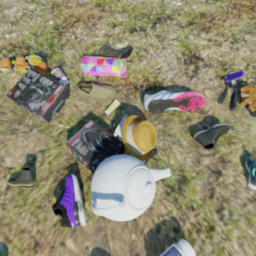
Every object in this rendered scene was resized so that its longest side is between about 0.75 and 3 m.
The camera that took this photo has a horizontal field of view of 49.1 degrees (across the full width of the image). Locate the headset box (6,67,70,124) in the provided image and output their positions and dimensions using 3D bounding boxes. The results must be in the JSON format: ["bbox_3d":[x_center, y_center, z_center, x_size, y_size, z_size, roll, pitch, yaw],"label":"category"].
[{"bbox_3d":[-3.569,-1.292,11.489,2.130,0.822,1.585,29,74,14],"label":"headset box"}]

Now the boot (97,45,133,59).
[{"bbox_3d":[-0.641,-3.802,13.798,1.309,0.520,1.503,35,63,22],"label":"boot"}]

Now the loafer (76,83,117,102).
[{"bbox_3d":[-1.398,-1.534,12.037,1.793,0.605,0.682,0,64,4],"label":"loafer"}]

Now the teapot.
[{"bbox_3d":[0.036,1.835,8.490,1.610,2.176,2.204,-7,55,45],"label":"teapot"}]

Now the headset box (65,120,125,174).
[{"bbox_3d":[-1.278,0.704,10.372,1.888,0.729,1.405,36,62,22],"label":"headset box"}]

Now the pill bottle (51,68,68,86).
[{"bbox_3d":[-3.027,-2.229,12.451,0.446,0.446,0.770,-39,90,-25],"label":"pill bottle"}]

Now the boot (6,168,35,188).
[{"bbox_3d":[-3.713,1.656,9.624,1.000,0.692,0.387,1,19,7],"label":"boot"}]

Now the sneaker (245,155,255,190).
[{"bbox_3d":[4.519,1.474,9.883,0.519,0.610,1.338,5,53,3],"label":"sneaker"}]

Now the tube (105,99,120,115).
[{"bbox_3d":[-0.664,-0.878,11.855,0.208,0.232,0.800,16,50,39],"label":"tube"}]

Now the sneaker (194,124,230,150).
[{"bbox_3d":[3.298,0.370,10.544,1.440,0.538,0.765,-21,38,-4],"label":"sneaker"}]

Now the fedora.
[{"bbox_3d":[0.541,0.303,10.016,1.698,0.692,1.698,18,62,-38],"label":"fedora"}]

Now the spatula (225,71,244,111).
[{"bbox_3d":[4.528,-1.652,11.984,0.799,0.291,2.828,-13,39,32],"label":"spatula"}]

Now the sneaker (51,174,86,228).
[{"bbox_3d":[-1.994,2.327,9.025,0.985,0.689,1.981,-14,40,-10],"label":"sneaker"}]

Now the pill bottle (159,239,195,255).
[{"bbox_3d":[1.280,3.804,8.024,1.215,0.703,0.703,-31,60,-20],"label":"pill bottle"}]

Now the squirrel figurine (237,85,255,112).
[{"bbox_3d":[5.329,-1.216,11.769,1.153,0.816,1.077,-22,63,-12],"label":"squirrel figurine"}]

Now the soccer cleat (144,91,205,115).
[{"bbox_3d":[1.890,-1.218,11.692,2.574,0.899,1.111,-6,37,-11],"label":"soccer cleat"}]

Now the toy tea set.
[{"bbox_3d":[-4.690,-2.624,12.644,2.141,1.273,0.792,-2,80,15],"label":"toy tea set"}]

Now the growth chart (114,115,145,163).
[{"bbox_3d":[0.274,0.358,10.551,1.685,0.149,1.219,42,55,-4],"label":"growth chart"}]

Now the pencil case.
[{"bbox_3d":[-1.082,-2.798,12.856,2.099,0.927,0.927,5,54,5],"label":"pencil case"}]
